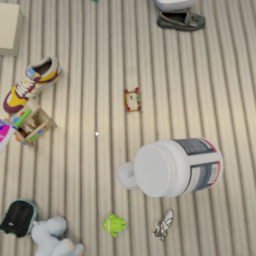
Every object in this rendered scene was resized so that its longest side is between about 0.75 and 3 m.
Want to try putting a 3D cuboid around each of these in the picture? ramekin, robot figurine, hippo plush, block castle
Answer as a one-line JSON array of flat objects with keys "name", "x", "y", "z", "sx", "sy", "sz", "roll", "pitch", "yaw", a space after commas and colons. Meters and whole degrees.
[{"name": "ramekin", "x": 0.073, "y": 1.675, "z": 9.928, "sx": 0.969, "sy": 0.451, "sz": 0.969, "roll": 0, "pitch": 74, "yaw": 0}, {"name": "robot figurine", "x": -0.487, "y": 3.285, "z": 9.480, "sx": 0.812, "sy": 0.470, "sz": 0.712, "roll": -4, "pitch": 87, "yaw": -2}, {"name": "hippo plush", "x": -2.508, "y": 3.793, "z": 9.105, "sx": 1.876, "sy": 1.495, "sz": 1.509, "roll": -22, "pitch": 48, "yaw": -13}, {"name": "block castle", "x": 0.157, "y": -1.071, "z": 10.690, "sx": 0.620, "sy": 0.435, "sz": 0.928, "roll": -7, "pitch": 75, "yaw": -1}]

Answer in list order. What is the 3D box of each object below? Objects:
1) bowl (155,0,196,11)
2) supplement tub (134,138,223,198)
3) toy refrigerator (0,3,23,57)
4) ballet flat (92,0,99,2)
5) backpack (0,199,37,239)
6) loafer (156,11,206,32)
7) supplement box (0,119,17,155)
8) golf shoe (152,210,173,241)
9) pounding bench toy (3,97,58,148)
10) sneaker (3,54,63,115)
[{"name": "bowl", "x": 1.870, "y": -5.488, "z": 11.628, "sx": 1.729, "sy": 0.646, "sz": 1.732, "roll": -12, "pitch": 57, "yaw": -5}, {"name": "supplement tub", "x": 1.351, "y": 1.015, "z": 7.401, "sx": 2.085, "sy": 1.463, "sz": 1.463, "roll": -1, "pitch": 71, "yaw": -38}, {"name": "toy refrigerator", "x": -4.842, "y": -3.954, "z": 11.362, "sx": 0.762, "sy": 0.702, "sz": 2.007, "roll": 3, "pitch": 75, "yaw": -6}, {"name": "ballet flat", "x": -1.635, "y": -5.692, "z": 12.059, "sx": 0.872, "sy": 0.303, "sz": 0.303, "roll": 15, "pitch": 75, "yaw": 5}, {"name": "backpack", "x": -3.570, "y": 2.950, "z": 9.357, "sx": 1.001, "sy": 0.873, "sz": 1.139, "roll": 17, "pitch": 85, "yaw": 2}, {"name": "loafer", "x": 2.216, "y": -4.429, "z": 11.497, "sx": 2.055, "sy": 0.646, "sz": 0.738, "roll": 1, "pitch": 75, "yaw": 0}, {"name": "supplement box", "x": -3.682, "y": 0.506, "z": 7.250, "sx": 0.810, "sy": 0.827, "sz": 1.600, "roll": 31, "pitch": 75, "yaw": -21}, {"name": "golf shoe", "x": 1.194, "y": 3.247, "z": 9.520, "sx": 0.517, "sy": 0.426, "sz": 1.095, "roll": 24, "pitch": 75, "yaw": 6}, {"name": "pounding bench toy", "x": -3.527, "y": -0.205, "z": 9.758, "sx": 1.384, "sy": 1.775, "sz": 1.103, "roll": -42, "pitch": 79, "yaw": -11}, {"name": "sneaker", "x": -3.688, "y": -1.673, "z": 10.433, "sx": 1.031, "sy": 1.239, "sz": 2.751, "roll": 41, "pitch": 79, "yaw": 10}]
